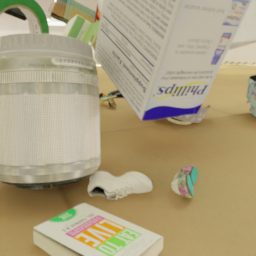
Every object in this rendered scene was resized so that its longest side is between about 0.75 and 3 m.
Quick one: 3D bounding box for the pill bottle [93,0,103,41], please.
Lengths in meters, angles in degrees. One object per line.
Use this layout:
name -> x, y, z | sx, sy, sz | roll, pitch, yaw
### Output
pill bottle -> -0.385, -3.454, 8.568 | 1.229, 1.229, 2.176 | -4, -14, -14

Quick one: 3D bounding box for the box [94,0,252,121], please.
box -> 0.603, -1.948, 5.396 | 1.414, 2.694, 2.478 | -7, 44, -29

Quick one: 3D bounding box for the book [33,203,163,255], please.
book -> -0.431, 1.583, 3.951 | 1.555, 0.374, 1.039 | 10, 16, 35

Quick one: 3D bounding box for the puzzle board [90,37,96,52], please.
puzzle board -> -1.472, -4.184, 14.030 | 0.117, 1.349, 1.017 | -12, -21, -35

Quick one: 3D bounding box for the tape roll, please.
tape roll -> -3.236, -2.620, 7.868 | 0.532, 2.213, 2.213 | 24, 26, 26

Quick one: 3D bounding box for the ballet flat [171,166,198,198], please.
ballet flat -> 1.110, 1.078, 5.579 | 0.453, 0.440, 1.273 | -14, 6, 21

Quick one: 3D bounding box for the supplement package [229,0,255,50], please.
supplement package -> 2.318, -3.099, 8.019 | 1.866, 1.879, 2.476 | -16, 8, -31

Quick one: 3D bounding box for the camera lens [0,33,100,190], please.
camera lens -> -1.632, -0.263, 5.561 | 2.128, 2.660, 2.128 | -1, 2, 0

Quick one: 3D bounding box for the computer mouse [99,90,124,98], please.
computer mouse -> -0.775, -1.865, 15.496 | 1.864, 0.429, 1.309 | 1, 15, 4

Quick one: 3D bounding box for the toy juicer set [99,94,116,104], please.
toy juicer set -> -1.228, -1.428, 13.423 | 0.832, 0.356, 1.308 | -14, 0, -31

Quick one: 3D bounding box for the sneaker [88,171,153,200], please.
sneaker -> -0.165, 1.152, 5.327 | 1.280, 0.477, 0.558 | -3, 27, 13

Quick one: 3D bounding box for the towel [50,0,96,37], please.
towel -> -1.614, -4.313, 11.306 | 2.832, 0.307, 2.077 | 20, 40, -20

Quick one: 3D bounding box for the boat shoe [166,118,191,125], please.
boat shoe -> 1.523, -0.781, 11.208 | 0.933, 0.799, 2.549 | -11, 18, -32

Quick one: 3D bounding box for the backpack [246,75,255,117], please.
backpack -> 5.752, -1.258, 10.701 | 2.263, 1.919, 2.549 | 2, 8, 14

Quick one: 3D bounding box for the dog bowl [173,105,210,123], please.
dog bowl -> 1.903, -0.930, 10.782 | 2.393, 0.702, 2.393 | 17, 18, -6

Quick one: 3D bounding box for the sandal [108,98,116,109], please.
sandal -> -0.772, -1.127, 13.122 | 0.311, 0.463, 1.153 | -25, 18, 5

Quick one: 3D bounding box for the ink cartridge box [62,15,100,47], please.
ink cartridge box -> -1.745, -2.572, 8.745 | 0.624, 1.895, 2.604 | 27, -2, -24

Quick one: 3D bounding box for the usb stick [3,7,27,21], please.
usb stick -> -4.112, -3.946, 8.358 | 0.419, 0.713, 2.571 | -1, -5, 41
